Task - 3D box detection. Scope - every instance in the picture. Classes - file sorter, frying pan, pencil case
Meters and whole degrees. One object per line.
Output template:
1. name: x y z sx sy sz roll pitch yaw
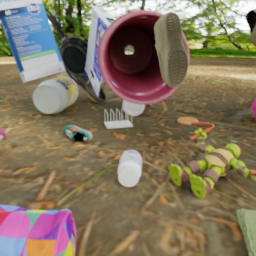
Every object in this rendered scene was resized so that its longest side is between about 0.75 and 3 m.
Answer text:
1. file sorter: -0.390 -0.395 10.961 1.015 0.632 0.705 -4 20 -14
2. frying pan: -2.403 -3.042 10.863 2.829 1.711 0.461 33 -33 -33
3. pencil case: -2.107 1.634 4.210 2.664 1.177 1.177 5 19 8

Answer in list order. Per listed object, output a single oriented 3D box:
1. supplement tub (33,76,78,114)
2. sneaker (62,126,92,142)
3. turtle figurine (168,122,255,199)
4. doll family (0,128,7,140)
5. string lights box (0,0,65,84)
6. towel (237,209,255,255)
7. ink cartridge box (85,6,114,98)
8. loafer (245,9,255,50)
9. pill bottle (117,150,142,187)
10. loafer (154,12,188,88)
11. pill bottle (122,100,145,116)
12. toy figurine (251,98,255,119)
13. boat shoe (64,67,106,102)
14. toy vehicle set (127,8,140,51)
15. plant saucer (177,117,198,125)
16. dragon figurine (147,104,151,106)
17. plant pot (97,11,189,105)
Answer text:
1. supplement tub: -3.317 -1.531 12.921 1.509 1.509 2.075 3 19 9
2. sneaker: -1.826 0.204 9.497 1.189 0.424 0.475 12 18 28
3. turtle figurine: 2.049 0.823 6.947 2.126 0.849 2.636 -23 43 -29
4. doll family: -4.742 0.446 7.717 2.691 1.212 1.670 26 40 20
5. string lights box: -3.368 -3.095 9.677 1.442 2.807 0.828 -21 12 -24
6. towel: 2.522 1.913 4.667 1.176 0.289 1.585 4 18 10
7. ink cartridge box: -0.980 -2.745 10.022 0.545 2.511 2.488 0 35 -21
8. loafer: 4.071 -2.661 8.317 0.836 0.943 2.480 3 53 -5
9. pill bottle: 0.041 0.994 6.920 0.576 0.576 1.016 1 19 4
10. loafer: 0.931 -1.710 6.253 0.609 1.608 0.549 -13 18 -22
11. pill bottle: 0.341 -1.191 12.781 0.970 0.970 1.676 3 19 8
12. toy figurine: 6.151 -0.765 11.078 2.232 1.821 2.425 6 -5 44
13. boat shoe: -2.062 -2.381 13.848 1.033 2.873 0.931 -49 30 -18
14. toy vehicle set: 0.726 -3.427 10.674 0.342 1.603 2.581 -18 40 -21
15. plant saucer: 2.428 -0.295 11.433 0.856 0.138 0.856 -1 19 0
16. dragon figurine: 0.662 -1.384 13.960 0.980 0.580 1.971 -2 18 -6
17. plant pot: 0.257 -2.037 7.854 2.328 2.328 2.084 -3 22 -10
